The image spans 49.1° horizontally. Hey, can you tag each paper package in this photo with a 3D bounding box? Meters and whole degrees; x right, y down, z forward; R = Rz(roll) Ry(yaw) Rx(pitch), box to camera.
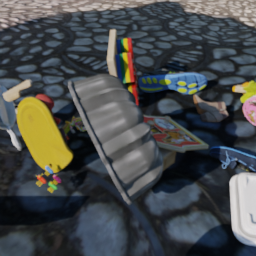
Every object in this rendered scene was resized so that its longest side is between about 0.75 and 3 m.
[{"bbox_3d":[0.657,0.782,8.084,1.124,0.582,1.071,-29,45,-32],"label":"paper package"}]

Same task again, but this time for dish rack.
[{"bbox_3d":[3.524,1.817,6.415,2.165,0.471,1.858,5,46,11],"label":"dish rack"}]

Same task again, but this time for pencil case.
[{"bbox_3d":[5.375,-0.990,10.009,2.769,1.146,1.198,-25,56,-30],"label":"pencil case"}]

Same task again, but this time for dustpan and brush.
[{"bbox_3d":[-3.730,-0.225,8.400,0.576,2.012,1.404,-5,20,17],"label":"dustpan and brush"}]

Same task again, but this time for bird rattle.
[{"bbox_3d":[4.974,-1.586,11.130,1.643,0.925,1.339,-21,25,-30],"label":"bird rattle"}]

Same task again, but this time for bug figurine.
[{"bbox_3d":[-1.978,1.269,7.055,0.613,0.203,0.790,44,15,-10],"label":"bug figurine"}]

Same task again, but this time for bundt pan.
[{"bbox_3d":[-0.165,0.097,6.247,1.122,2.990,2.990,-27,41,-3],"label":"bundt pan"}]

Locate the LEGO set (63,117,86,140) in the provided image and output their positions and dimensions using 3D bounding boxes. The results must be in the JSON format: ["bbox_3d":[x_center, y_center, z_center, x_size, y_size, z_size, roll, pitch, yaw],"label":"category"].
[{"bbox_3d":[-1.625,0.103,8.619,1.477,0.679,0.550,-31,62,-21],"label":"LEGO set"}]

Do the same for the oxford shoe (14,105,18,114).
[{"bbox_3d":[-4.304,-0.780,10.462,0.908,0.262,0.341,23,45,30],"label":"oxford shoe"}]

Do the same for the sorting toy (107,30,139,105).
[{"bbox_3d":[-0.121,-2.099,10.272,0.796,2.273,2.287,-6,43,6],"label":"sorting toy"}]

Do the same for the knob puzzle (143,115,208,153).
[{"bbox_3d":[0.979,0.020,8.438,2.538,0.352,2.538,14,22,-6],"label":"knob puzzle"}]

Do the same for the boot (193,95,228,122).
[{"bbox_3d":[2.968,-0.750,10.049,0.952,0.457,1.302,-15,62,6],"label":"boot"}]

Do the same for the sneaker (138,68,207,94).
[{"bbox_3d":[1.828,-2.047,11.540,2.794,0.990,1.158,2,43,7],"label":"sneaker"}]

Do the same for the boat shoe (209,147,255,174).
[{"bbox_3d":[2.974,0.917,7.817,1.431,0.602,0.491,14,67,24],"label":"boat shoe"}]

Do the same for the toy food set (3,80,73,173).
[{"bbox_3d":[-2.292,-0.102,7.926,1.566,2.661,0.869,-24,2,39],"label":"toy food set"}]
